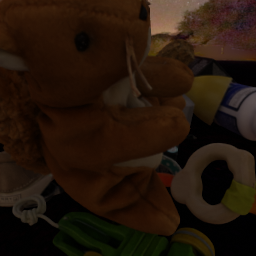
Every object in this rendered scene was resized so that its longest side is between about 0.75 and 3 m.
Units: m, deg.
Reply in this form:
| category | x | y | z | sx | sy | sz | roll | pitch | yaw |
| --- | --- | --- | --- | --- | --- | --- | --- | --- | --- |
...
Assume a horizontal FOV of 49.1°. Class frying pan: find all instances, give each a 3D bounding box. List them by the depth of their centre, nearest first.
| category | x | y | z | sx | sy | sz | roll | pitch | yaw |
| --- | --- | --- | --- | --- | --- | --- | --- | --- | --- |
| frying pan | -1.399 | 1.048 | 4.821 | 1.373 | 0.223 | 0.830 | -11 | 15 | -39 |

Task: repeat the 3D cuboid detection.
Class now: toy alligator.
| category | x | y | z | sx | sy | sz | roll | pitch | yaw |
| --- | --- | --- | --- | --- | --- | --- | --- | --- | --- |
| toy alligator | -0.174 | 1.356 | 3.057 | 2.732 | 0.656 | 0.906 | 10 | 31 | 31 |

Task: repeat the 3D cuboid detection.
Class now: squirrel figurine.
| category | x | y | z | sx | sy | sz | roll | pitch | yaw |
| --- | --- | --- | --- | --- | --- | --- | --- | --- | --- |
| squirrel figurine | -0.609 | -0.283 | 2.616 | 2.387 | 2.228 | 1.689 | 6 | 61 | 22 |

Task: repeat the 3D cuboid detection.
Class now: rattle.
| category | x | y | z | sx | sy | sz | roll | pitch | yaw |
| --- | --- | --- | --- | --- | --- | --- | --- | --- | --- |
| rattle | 1.384 | 0.915 | 4.619 | 1.339 | 1.220 | 1.874 | 1 | -13 | -36 |

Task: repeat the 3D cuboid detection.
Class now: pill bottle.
| category | x | y | z | sx | sy | sz | roll | pitch | yaw |
| --- | --- | --- | --- | --- | --- | --- | --- | --- | --- |
| pill bottle | 3.354 | -0.438 | 7.791 | 1.374 | 1.374 | 2.375 | -4 | 18 | -14 |

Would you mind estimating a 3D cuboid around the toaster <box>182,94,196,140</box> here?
| category | x | y | z | sx | sy | sz | roll | pitch | yaw |
| --- | --- | --- | --- | --- | --- | --- | --- | --- | --- |
| toaster | 0.714 | -0.415 | 7.449 | 1.834 | 1.088 | 1.659 | -10 | 38 | -24 |

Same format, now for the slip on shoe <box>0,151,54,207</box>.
| category | x | y | z | sx | sy | sz | roll | pitch | yaw |
| --- | --- | --- | --- | --- | --- | --- | --- | --- | --- |
| slip on shoe | -1.732 | 0.535 | 5.237 | 1.006 | 0.801 | 2.645 | -1 | 10 | 6 |

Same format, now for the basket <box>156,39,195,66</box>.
| category | x | y | z | sx | sy | sz | roll | pitch | yaw |
| --- | --- | --- | --- | --- | --- | --- | --- | --- | --- |
| basket | 1.616 | -2.634 | 10.397 | 1.032 | 1.446 | 1.078 | 37 | 36 | -20 |

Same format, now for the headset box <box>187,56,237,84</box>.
| category | x | y | z | sx | sy | sz | roll | pitch | yaw |
| --- | --- | --- | --- | --- | --- | --- | --- | --- | --- |
| headset box | 3.042 | -1.644 | 10.563 | 2.025 | 1.051 | 2.720 | 42 | 9 | -15 |

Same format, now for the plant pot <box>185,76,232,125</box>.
| category | x | y | z | sx | sy | sz | roll | pitch | yaw |
| --- | --- | --- | --- | --- | --- | --- | --- | --- | --- |
| plant pot | 2.356 | -0.997 | 8.635 | 1.086 | 1.529 | 1.529 | 25 | 24 | 15 |

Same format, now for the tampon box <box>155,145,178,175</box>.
| category | x | y | z | sx | sy | sz | roll | pitch | yaw |
| --- | --- | --- | --- | --- | --- | --- | --- | --- | --- |
| tampon box | 0.429 | 0.424 | 5.561 | 1.047 | 0.661 | 0.785 | 10 | 36 | 5 |
